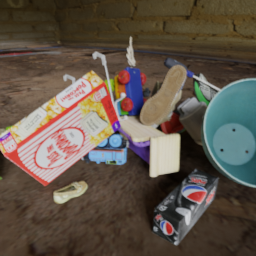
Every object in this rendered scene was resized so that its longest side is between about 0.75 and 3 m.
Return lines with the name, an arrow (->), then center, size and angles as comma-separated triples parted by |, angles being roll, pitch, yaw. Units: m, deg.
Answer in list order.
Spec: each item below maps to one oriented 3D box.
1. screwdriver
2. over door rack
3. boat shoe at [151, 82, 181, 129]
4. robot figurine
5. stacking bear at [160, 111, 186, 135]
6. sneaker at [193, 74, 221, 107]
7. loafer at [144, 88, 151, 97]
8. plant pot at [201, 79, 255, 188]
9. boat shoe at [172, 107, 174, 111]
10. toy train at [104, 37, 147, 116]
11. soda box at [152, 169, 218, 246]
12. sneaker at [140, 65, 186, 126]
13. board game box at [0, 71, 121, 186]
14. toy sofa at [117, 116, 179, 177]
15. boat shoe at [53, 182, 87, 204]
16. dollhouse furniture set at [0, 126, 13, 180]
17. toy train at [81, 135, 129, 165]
screwdriver -> 2.389, -1.677, 9.513 | 2.639, 0.368, 0.384 | 25, -1, -9
over door rack -> -1.079, -1.079, 9.696 | 1.820, 2.463, 0.820 | -27, -11, 35
boat shoe -> 1.155, -0.555, 10.170 | 0.901, 2.634, 0.984 | 8, 57, -7
robot figurine -> 2.531, -0.152, 9.802 | 1.062, 1.881, 1.595 | -39, 8, -4
stacking bear -> 2.120, -0.240, 11.169 | 1.672, 1.015, 0.951 | -9, 60, -49
sneaker -> 3.346, -1.171, 10.310 | 1.084, 2.545, 0.993 | -33, 30, 41
loafer -> 1.121, -2.041, 16.150 | 0.368, 0.356, 1.049 | 8, 29, 6
plant pot -> 3.157, 0.276, 7.526 | 2.684, 2.684, 1.807 | 0, -13, 1
boat shoe -> 1.537, -0.956, 13.282 | 0.607, 0.638, 1.772 | 4, 22, 39
toy train -> -0.265, -1.720, 10.175 | 1.557, 2.691, 1.139 | -8, -2, 41
soda box -> 1.406, 1.776, 6.629 | 0.652, 0.728, 2.058 | 20, 30, 33
sneaker -> 1.117, -0.973, 8.723 | 0.715, 2.039, 1.106 | 34, 12, 3
board game box -> -1.621, 0.106, 7.373 | 2.799, 2.120, 0.648 | -38, 61, -11
toy sofa -> 0.357, 0.463, 8.756 | 1.358, 1.152, 2.783 | -6, 16, -20
boat shoe -> -1.522, 1.650, 7.462 | 1.017, 0.320, 0.371 | -20, 30, -38
dollhouse furniture set -> -4.678, 0.900, 8.838 | 2.991, 1.501, 1.960 | -10, -3, 24
toy train -> -0.814, 0.674, 8.908 | 1.663, 0.950, 0.721 | 2, 0, 7
